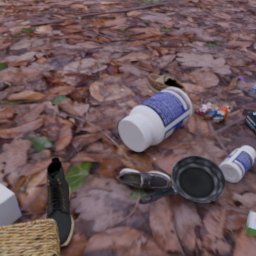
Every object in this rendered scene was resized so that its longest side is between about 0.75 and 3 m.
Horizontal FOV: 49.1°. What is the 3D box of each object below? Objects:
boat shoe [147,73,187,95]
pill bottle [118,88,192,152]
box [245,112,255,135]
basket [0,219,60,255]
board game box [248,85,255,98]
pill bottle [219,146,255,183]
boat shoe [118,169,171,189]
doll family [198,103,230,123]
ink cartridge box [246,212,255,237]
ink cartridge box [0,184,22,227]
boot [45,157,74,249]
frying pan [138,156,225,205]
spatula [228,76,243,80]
[{"bbox_3d":[1.928,-2.131,13.702,1.063,1.007,2.806,-22,43,-26],"label":"boat shoe"},{"bbox_3d":[1.067,-0.333,10.826,1.647,1.647,2.846,29,46,32],"label":"pill bottle"},{"bbox_3d":[6.317,-0.004,11.303,2.410,0.554,1.915,-6,38,-7],"label":"box"},{"bbox_3d":[-2.471,3.117,6.726,1.654,1.181,1.232,-8,37,-13],"label":"basket"},{"bbox_3d":[6.866,-1.690,13.610,1.392,0.429,1.391,-23,44,-28],"label":"board game box"},{"bbox_3d":[3.792,1.192,9.580,0.776,0.776,1.398,30,47,33],"label":"pill bottle"},{"bbox_3d":[0.494,1.687,8.921,1.688,0.607,0.547,9,11,14],"label":"boat shoe"},{"bbox_3d":[3.837,-0.645,12.235,0.904,0.656,1.456,-36,32,-28],"label":"doll family"},{"bbox_3d":[3.921,2.821,7.823,1.111,0.329,0.577,15,40,19],"label":"ink cartridge box"},{"bbox_3d":[-3.986,2.208,8.055,1.374,1.012,0.994,23,43,28],"label":"ink cartridge box"},{"bbox_3d":[-2.042,2.060,7.850,0.842,1.503,2.173,-9,39,-11],"label":"boot"},{"bbox_3d":[1.808,1.915,8.529,1.669,0.449,2.760,35,58,26],"label":"frying pan"},{"bbox_3d":[5.877,-2.741,15.265,0.783,0.080,0.221,12,39,15],"label":"spatula"}]
